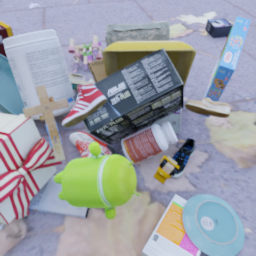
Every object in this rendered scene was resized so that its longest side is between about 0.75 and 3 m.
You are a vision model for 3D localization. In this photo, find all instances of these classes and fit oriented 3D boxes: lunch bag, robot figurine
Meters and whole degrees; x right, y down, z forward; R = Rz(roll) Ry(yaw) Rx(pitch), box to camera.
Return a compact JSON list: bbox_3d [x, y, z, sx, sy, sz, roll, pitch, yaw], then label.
[{"bbox_3d":[0.379,-2.874,10.422,2.196,2.678,1.574,-2,73,4],"label":"lunch bag"},{"bbox_3d":[-0.754,1.336,6.954,2.158,1.893,1.248,-9,7,27],"label":"robot figurine"}]

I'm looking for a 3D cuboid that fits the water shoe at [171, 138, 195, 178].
[{"bbox_3d":[1.739,0.934,9.256,0.570,0.630,1.595,21,47,21],"label":"water shoe"}]

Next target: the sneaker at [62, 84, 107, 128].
[{"bbox_3d":[-1.313,-0.631,7.460,1.345,0.479,0.757,-36,78,-10],"label":"sneaker"}]

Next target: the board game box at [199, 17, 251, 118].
[{"bbox_3d":[3.227,-1.939,9.636,0.522,2.851,2.157,20,65,11],"label":"board game box"}]

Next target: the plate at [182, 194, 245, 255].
[{"bbox_3d":[2.330,2.547,7.509,1.787,0.228,1.787,10,48,-11],"label":"plate"}]

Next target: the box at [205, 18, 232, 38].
[{"bbox_3d":[5.378,-5.927,16.601,1.162,0.716,1.153,-8,45,-8],"label":"box"}]

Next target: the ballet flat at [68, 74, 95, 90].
[{"bbox_3d":[-1.880,-1.857,11.971,2.259,0.785,0.785,21,46,9],"label":"ballet flat"}]

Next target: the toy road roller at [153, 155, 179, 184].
[{"bbox_3d":[0.969,1.107,7.324,0.488,0.580,0.795,39,13,7],"label":"toy road roller"}]

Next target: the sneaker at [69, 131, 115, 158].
[{"bbox_3d":[-1.432,0.755,9.395,1.840,0.614,0.986,23,38,18],"label":"sneaker"}]

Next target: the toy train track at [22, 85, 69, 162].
[{"bbox_3d":[-2.150,-0.109,7.706,1.200,2.091,0.340,-17,8,-24],"label":"toy train track"}]

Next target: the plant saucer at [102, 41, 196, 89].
[{"bbox_3d":[0.627,-2.032,9.308,2.736,2.737,0.663,-1,71,1],"label":"plant saucer"}]

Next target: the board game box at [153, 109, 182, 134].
[{"bbox_3d":[1.559,-0.818,10.802,1.012,1.030,1.964,2,42,11],"label":"board game box"}]

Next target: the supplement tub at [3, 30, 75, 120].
[{"bbox_3d":[-3.183,-1.937,10.333,1.927,2.921,1.927,-11,18,4],"label":"supplement tub"}]

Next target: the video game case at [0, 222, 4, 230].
[{"bbox_3d":[-3.925,2.445,8.002,1.009,0.120,0.919,3,43,3],"label":"video game case"}]

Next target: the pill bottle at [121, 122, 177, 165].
[{"bbox_3d":[0.688,0.460,9.030,1.660,0.931,0.931,-25,42,13],"label":"pill bottle"}]

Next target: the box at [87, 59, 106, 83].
[{"bbox_3d":[-0.671,-2.240,11.828,1.844,1.507,0.196,-26,4,-37],"label":"box"}]

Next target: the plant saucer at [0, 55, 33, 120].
[{"bbox_3d":[-4.543,-1.451,10.531,0.538,2.994,2.994,-30,43,12],"label":"plant saucer"}]

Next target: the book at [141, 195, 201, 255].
[{"bbox_3d":[1.363,2.845,7.371,1.262,0.454,1.890,26,49,21],"label":"book"}]

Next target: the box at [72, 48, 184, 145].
[{"bbox_3d":[0.152,-0.802,8.760,2.932,2.401,1.263,-27,75,6],"label":"box"}]

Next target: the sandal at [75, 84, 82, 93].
[{"bbox_3d":[-1.345,-1.081,10.585,0.424,1.555,0.635,-24,26,37],"label":"sandal"}]

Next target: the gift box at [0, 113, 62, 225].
[{"bbox_3d":[-3.507,1.079,7.916,2.421,2.593,2.393,7,45,30],"label":"gift box"}]

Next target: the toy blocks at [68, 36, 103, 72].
[{"bbox_3d":[-1.939,-3.414,13.754,1.572,1.682,1.416,-5,75,12],"label":"toy blocks"}]

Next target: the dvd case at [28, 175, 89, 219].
[{"bbox_3d":[-1.975,2.003,8.453,1.827,0.160,1.304,6,43,6],"label":"dvd case"}]

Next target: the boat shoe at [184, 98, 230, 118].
[{"bbox_3d":[2.506,-0.695,8.854,1.419,0.523,0.491,14,71,3],"label":"boat shoe"}]

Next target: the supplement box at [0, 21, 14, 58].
[{"bbox_3d":[-6.412,-3.391,12.691,1.537,2.283,2.314,34,52,31],"label":"supplement box"}]
